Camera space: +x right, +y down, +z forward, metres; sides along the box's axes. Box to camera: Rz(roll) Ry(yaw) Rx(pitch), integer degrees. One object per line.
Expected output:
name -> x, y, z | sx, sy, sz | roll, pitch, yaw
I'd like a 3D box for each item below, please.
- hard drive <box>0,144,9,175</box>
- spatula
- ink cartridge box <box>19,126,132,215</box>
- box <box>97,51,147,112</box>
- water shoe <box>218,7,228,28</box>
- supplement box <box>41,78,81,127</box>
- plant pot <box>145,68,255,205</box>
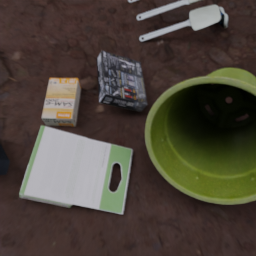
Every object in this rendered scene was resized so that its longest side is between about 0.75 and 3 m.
hard drive -> -3.973, 0.413, 6.497 | 0.496, 2.345, 1.582 | -46, 64, 14
spatula -> 1.465, -3.969, 9.233 | 2.747, 0.221, 1.910 | -14, 97, 15
ink cartridge box -> -1.276, 1.143, 7.303 | 2.535, 0.608, 1.844 | 16, 63, -13
box -> -0.202, -1.373, 8.188 | 1.335, 0.421, 1.693 | 10, 55, -26
water shoe -> 3.159, -3.810, 9.793 | 0.479, 0.434, 1.215 | -6, 42, 7
supplement box -> -1.949, -0.772, 8.296 | 0.893, 0.521, 1.417 | 1, 63, 2
plant pot -> 2.220, -0.231, 6.622 | 2.882, 2.882, 2.737 | 26, 36, 12
